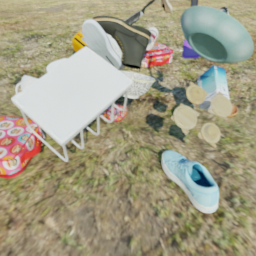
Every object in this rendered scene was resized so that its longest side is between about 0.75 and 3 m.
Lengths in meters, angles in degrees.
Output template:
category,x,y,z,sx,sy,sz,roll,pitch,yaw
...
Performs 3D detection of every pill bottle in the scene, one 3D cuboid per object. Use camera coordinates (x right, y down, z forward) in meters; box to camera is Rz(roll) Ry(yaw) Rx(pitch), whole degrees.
category,x,y,z,sx,sy,sz,roll,pitch,yaw
pill bottle,1.040,-4.323,13.513,0.648,0.648,1.136,12,51,17

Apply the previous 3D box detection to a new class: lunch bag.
category,x,y,z,sx,sy,sz,roll,pitch,yaw
lunch bag,-0.623,-0.693,11.530,1.082,0.443,0.953,15,37,20
lunch bag,-3.860,0.557,9.219,2.077,0.966,2.359,6,35,9
lunch bag,1.438,-4.197,16.364,2.241,0.918,1.974,-15,42,-20

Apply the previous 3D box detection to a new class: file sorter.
category,x,y,z,sx,sy,sz,roll,pitch,yaw
file sorter,-1.342,-0.550,7.304,1.674,1.502,2.413,38,63,15

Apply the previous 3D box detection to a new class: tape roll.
category,x,y,z,sx,sy,sz,roll,pitch,yaw
tape roll,-2.951,-2.782,14.284,2.321,0.812,2.321,1,35,0

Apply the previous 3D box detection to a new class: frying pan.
category,x,y,z,sx,sy,sz,roll,pitch,yaw
frying pan,0.227,-4.561,11.650,2.346,0.382,1.419,-43,17,-32

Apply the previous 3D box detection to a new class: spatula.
category,x,y,z,sx,sy,sz,roll,pitch,yaw
spatula,2.015,-3.146,8.600,0.604,2.137,0.220,3,-3,13

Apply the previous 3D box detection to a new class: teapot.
category,x,y,z,sx,sy,sz,roll,pitch,yaw
teapot,-4.064,-1.598,12.333,1.533,1.135,1.554,15,6,-29

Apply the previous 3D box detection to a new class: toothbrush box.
category,x,y,z,sx,sy,sz,roll,pitch,yaw
toothbrush box,2.864,-1.330,9.546,0.538,0.923,1.261,14,61,-22

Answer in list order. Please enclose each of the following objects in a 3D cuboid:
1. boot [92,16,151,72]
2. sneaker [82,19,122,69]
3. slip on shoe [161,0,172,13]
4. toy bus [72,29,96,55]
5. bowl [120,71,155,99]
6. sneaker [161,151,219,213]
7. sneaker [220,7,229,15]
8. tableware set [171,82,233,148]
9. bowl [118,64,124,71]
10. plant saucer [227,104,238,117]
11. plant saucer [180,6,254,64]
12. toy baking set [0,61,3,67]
category,x,y,z,sx,sy,sz,roll,pitch,yaw
boot,-0.321,-2.716,9.076,1.980,1.369,0.767,13,-6,-5
sneaker,-0.677,-2.279,7.495,0.595,1.629,0.577,-8,55,23
slip on shoe,1.258,-4.281,9.700,0.253,0.318,0.836,-19,66,-6
toy bus,-1.269,-2.512,10.013,0.786,2.416,0.946,40,82,13
bowl,0.086,-1.327,8.823,1.439,0.675,1.439,9,19,-3
sneaker,1.819,1.236,8.184,0.920,1.020,2.489,-15,37,-23
sneaker,2.641,-2.784,7.648,0.351,0.937,0.406,6,-8,38
tableware set,2.057,-0.422,7.678,1.490,0.207,1.783,32,66,-4
bowl,-0.711,-3.304,11.468,0.935,1.993,1.993,-52,47,2
plant saucer,4.112,-0.743,11.839,1.013,0.190,1.013,-1,34,0
plant saucer,2.092,-2.156,7.033,2.020,2.020,0.389,29,83,36
toy baking set,-5.014,-2.492,10.095,0.121,0.800,1.043,32,31,30
